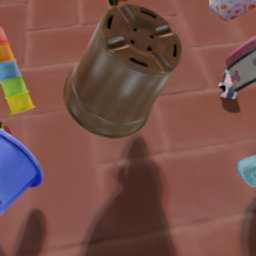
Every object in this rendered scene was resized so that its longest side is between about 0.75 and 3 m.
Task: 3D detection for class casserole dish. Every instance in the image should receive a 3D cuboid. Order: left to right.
[{"bbox_3d":[2.211,0.677,4.460,0.574,0.948,0.184,51,36,-18],"label":"casserole dish"}]

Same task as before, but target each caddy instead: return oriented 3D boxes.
[{"bbox_3d":[-2.835,0.560,5.464,2.427,1.716,1.274,37,50,-5],"label":"caddy"}]

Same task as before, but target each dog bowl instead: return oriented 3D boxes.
[{"bbox_3d":[3.981,-2.137,7.792,2.736,2.736,1.009,-31,86,-18],"label":"dog bowl"}]

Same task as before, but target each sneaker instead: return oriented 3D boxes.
[{"bbox_3d":[3.789,-1.779,10.882,0.608,0.520,1.482,2,56,-3],"label":"sneaker"}]

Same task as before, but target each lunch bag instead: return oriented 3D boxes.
[{"bbox_3d":[3.133,-3.801,8.069,1.165,1.453,0.549,20,60,-37],"label":"lunch bag"}]

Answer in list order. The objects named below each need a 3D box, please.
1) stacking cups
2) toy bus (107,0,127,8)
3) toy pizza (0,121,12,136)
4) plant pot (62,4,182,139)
[{"bbox_3d":[-3.418,-1.644,8.058,0.741,0.741,2.449,-17,102,-11],"label":"stacking cups"},{"bbox_3d":[-0.443,-4.916,9.468,1.251,1.303,0.884,49,57,-6],"label":"toy bus"},{"bbox_3d":[-3.514,0.056,7.359,0.231,1.459,1.459,-35,61,8],"label":"toy pizza"},{"bbox_3d":[-0.139,-1.490,7.370,2.728,2.701,2.728,10,60,-18],"label":"plant pot"}]
